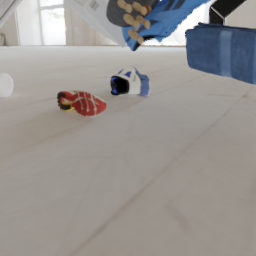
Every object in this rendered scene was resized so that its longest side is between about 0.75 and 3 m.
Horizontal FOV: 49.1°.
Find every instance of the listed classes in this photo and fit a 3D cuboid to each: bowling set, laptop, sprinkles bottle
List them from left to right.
[{"bbox_3d":[-5.555,-1.667,10.437,2.524,0.861,0.861,6,21,19],"label":"sprinkles bottle"},{"bbox_3d":[0.234,-2.120,5.297,0.614,0.882,0.473,-36,51,-4],"label":"bowling set"},{"bbox_3d":[2.971,-3.306,8.406,0.780,1.510,1.338,-8,38,2],"label":"laptop"}]

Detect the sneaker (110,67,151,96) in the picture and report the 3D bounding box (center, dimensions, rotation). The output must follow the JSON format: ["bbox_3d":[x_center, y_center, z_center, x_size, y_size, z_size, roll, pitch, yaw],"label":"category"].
[{"bbox_3d":[-0.180,-1.817,10.776,1.311,0.917,2.269,-6,22,-22],"label":"sneaker"}]

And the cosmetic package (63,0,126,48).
[{"bbox_3d":[-1.063,-3.502,8.413,1.727,0.592,2.291,38,5,28],"label":"cosmetic package"}]

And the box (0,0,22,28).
[{"bbox_3d":[-2.165,-2.065,3.213,1.130,1.937,0.582,-37,30,22],"label":"box"}]

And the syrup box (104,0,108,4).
[{"bbox_3d":[-0.439,-4.290,8.020,0.506,1.286,0.524,37,2,7],"label":"syrup box"}]

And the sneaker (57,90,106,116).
[{"bbox_3d":[-1.301,-0.834,8.306,1.848,0.719,0.759,17,25,39],"label":"sneaker"}]

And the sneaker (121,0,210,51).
[{"bbox_3d":[1.045,-2.626,6.719,2.503,0.981,0.825,-20,-3,16],"label":"sneaker"}]

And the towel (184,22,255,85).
[{"bbox_3d":[2.228,-1.685,6.248,0.502,1.154,2.067,-32,39,-28],"label":"towel"}]

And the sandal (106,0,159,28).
[{"bbox_3d":[0.555,-3.102,5.850,0.960,2.523,0.540,49,16,18],"label":"sandal"}]
